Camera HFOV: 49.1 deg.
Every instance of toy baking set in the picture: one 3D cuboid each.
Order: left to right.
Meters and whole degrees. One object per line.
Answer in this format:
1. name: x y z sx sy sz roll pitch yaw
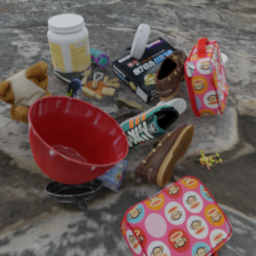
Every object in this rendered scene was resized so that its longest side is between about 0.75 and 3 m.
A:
1. toy baking set: -1.344 -1.885 12.213 2.149 0.250 1.649 26 46 24

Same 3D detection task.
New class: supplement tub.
1. supplement tub: -2.664 -3.686 12.791 1.789 2.461 1.789 0 41 0

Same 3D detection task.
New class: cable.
1. cable: 0.499 -3.588 11.601 0.493 1.424 1.424 17 83 -6

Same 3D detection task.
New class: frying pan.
1. frying pan: -1.187 1.746 7.447 1.570 0.423 2.596 -8 11 -39

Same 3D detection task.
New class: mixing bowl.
1. mixing bowl: -1.558 0.533 7.865 2.820 1.527 2.820 22 30 -14

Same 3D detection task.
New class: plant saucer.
1. plant saucer: -1.438 -1.746 12.298 1.166 0.218 1.166 0 42 0

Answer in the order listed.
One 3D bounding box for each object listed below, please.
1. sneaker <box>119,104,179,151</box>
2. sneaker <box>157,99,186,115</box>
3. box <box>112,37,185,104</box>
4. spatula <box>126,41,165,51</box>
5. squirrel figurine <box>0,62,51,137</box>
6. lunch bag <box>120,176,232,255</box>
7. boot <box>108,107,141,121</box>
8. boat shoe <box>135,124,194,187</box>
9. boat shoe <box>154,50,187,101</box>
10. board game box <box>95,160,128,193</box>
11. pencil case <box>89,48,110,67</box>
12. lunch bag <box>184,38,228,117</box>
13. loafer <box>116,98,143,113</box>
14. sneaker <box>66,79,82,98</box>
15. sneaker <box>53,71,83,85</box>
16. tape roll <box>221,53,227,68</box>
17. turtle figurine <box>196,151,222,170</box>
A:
1. sneaker: 0.525 0.016 9.217 2.592 0.925 1.036 -34 13 -10
2. sneaker: 1.140 -0.432 10.526 2.036 0.750 1.176 -31 11 -1
3. box: 1.131 -2.610 12.323 2.958 0.680 2.351 -33 66 -25
4. spatula: 0.680 -3.648 12.533 0.698 0.254 2.470 -26 23 -31
5. squirrel figurine: -3.206 -0.704 9.614 1.880 2.479 2.656 -35 23 -17
6. lunch bag: 1.238 2.505 6.678 2.405 0.985 2.118 -20 61 -26
7. boot: -0.210 -0.417 10.361 1.186 0.410 1.032 12 27 41
8. boat shoe: 1.227 0.678 8.920 0.987 0.988 2.808 15 37 30
9. boat shoe: 1.715 -2.315 10.952 0.999 0.998 2.838 -6 42 28
10. board game box: -0.692 1.329 8.699 1.153 0.356 1.154 11 43 11
11. pencil case: -1.499 -3.396 13.547 0.722 0.665 1.563 -9 26 -27
12. lunch bag: 2.976 -2.059 10.598 1.205 2.591 2.942 -6 29 26
13. loafer: 0.063 -0.837 11.103 1.265 0.481 0.427 28 33 25
14. sneaker: -2.025 -1.564 10.767 0.443 1.198 0.493 43 57 -3
15. sneaker: -2.674 -2.336 12.600 1.305 0.488 0.693 30 71 13
16. tape roll: 4.239 -3.326 13.922 1.275 0.446 1.275 0 41 0
17. turtle figurine: 2.620 1.060 9.050 0.749 0.299 0.928 -1 30 -14
